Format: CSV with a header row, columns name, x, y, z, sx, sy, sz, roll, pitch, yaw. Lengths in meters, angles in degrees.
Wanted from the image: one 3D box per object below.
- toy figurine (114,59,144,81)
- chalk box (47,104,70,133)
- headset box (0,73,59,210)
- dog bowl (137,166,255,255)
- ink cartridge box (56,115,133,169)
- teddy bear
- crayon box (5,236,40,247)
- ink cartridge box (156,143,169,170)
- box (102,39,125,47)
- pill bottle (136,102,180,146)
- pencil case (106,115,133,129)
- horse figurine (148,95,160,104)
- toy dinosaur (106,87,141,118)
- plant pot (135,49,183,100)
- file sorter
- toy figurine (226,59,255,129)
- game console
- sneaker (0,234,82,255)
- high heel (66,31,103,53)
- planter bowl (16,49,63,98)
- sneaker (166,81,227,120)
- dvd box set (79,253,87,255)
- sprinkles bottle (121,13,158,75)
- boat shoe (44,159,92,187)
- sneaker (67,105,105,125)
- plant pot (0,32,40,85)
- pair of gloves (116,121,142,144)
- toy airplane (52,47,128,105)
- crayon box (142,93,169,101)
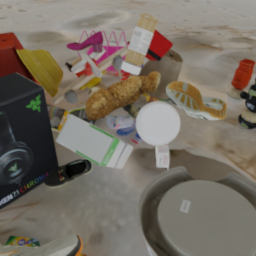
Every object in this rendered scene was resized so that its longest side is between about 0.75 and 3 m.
name,x,y,z,sx,sy,sz,roll,pitch,yaw
toy figurine,0.340,-2.688,12.218,1.170,1.328,2.217,-22,40,-28
chalk box,-2.450,-0.332,8.702,1.085,0.671,0.675,18,79,10
headset box,-3.157,0.328,6.633,1.320,2.845,2.477,28,43,34
dog bowl,1.651,2.071,5.893,2.929,0.859,2.929,0,35,0
ink cartridge box,-0.780,0.430,7.321,1.335,1.829,0.769,26,87,19
teddy bear,-0.181,-1.018,7.728,2.362,0.788,1.712,-25,12,-8
crayon box,-2.247,2.678,5.542,0.635,0.261,1.011,5,36,5
ink cartridge box,0.974,0.743,8.017,0.324,0.563,0.961,1,34,1
box,-0.859,-4.116,14.769,1.078,0.708,1.084,16,38,21
pill bottle,0.719,-0.082,6.941,1.049,1.049,1.930,3,-3,4
pencil case,-0.251,-0.216,9.057,0.421,0.459,1.012,36,22,28
horse figurine,1.030,-1.123,10.203,0.387,1.027,1.550,0,42,33
toy dinosaur,-0.070,-0.813,8.992,2.091,0.922,0.496,42,79,16
plant pot,1.214,-2.011,9.903,1.582,1.373,1.582,19,37,-15
file sorter,-1.183,-3.729,13.207,2.070,1.298,1.438,6,61,15
toy figurine,4.934,-1.117,9.783,2.519,1.780,2.559,4,33,-4
game console,0.679,-2.655,8.880,1.081,0.642,0.932,27,1,-33
sneaker,-2.223,2.378,4.898,2.793,1.057,1.285,-21,56,-18
high heel,-1.284,-2.569,8.252,1.267,0.609,0.427,10,24,19
planter bowl,-2.793,-2.027,9.536,0.828,1.989,1.989,-35,42,-3
sneaker,1.683,-0.597,7.477,1.926,0.728,0.844,22,-17,-24
dvd box set,-1.201,2.809,5.435,1.199,0.176,0.877,13,37,17
sprinkles bottle,0.262,-1.926,6.496,0.455,1.335,0.455,20,14,-5
boat shoe,-1.579,1.144,7.145,1.330,0.417,0.487,-22,75,7
sneaker,-1.536,-0.339,9.542,1.718,0.635,0.695,-31,54,-29
plant pot,-4.776,-2.026,10.297,2.634,2.323,2.636,-14,37,-13
pair of gloves,0.216,0.096,9.315,1.209,0.138,0.972,26,43,31
toy airplane,-1.204,-1.763,9.560,2.451,1.730,2.441,-23,20,31
crayon box,1.088,-1.393,11.171,1.088,0.276,0.691,0,44,-2
